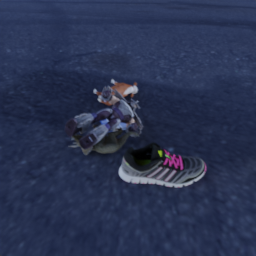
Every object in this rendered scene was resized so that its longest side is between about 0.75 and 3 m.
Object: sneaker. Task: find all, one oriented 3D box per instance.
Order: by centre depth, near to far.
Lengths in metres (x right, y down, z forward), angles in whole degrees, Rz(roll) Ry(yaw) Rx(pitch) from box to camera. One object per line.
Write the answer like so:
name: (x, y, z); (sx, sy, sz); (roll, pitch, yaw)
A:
sneaker: (0.927, 0.945, 7.558); (2.399, 1.049, 0.885); (1, 42, 3)

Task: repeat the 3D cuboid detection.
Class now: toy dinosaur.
toy dinosaur: (-0.716, 0.463, 8.846); (2.087, 0.803, 1.068); (7, 46, 1)

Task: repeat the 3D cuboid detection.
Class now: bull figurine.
bull figurine: (-0.498, -1.528, 11.813); (1.171, 0.628, 1.928); (23, 38, 33)

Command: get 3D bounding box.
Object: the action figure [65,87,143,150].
action figure: (-0.508, -0.327, 9.004); (1.930, 1.029, 2.966); (46, 44, 11)

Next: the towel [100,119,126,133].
towel: (-0.357, -0.172, 10.183); (1.190, 0.142, 0.874); (-11, 34, -16)
